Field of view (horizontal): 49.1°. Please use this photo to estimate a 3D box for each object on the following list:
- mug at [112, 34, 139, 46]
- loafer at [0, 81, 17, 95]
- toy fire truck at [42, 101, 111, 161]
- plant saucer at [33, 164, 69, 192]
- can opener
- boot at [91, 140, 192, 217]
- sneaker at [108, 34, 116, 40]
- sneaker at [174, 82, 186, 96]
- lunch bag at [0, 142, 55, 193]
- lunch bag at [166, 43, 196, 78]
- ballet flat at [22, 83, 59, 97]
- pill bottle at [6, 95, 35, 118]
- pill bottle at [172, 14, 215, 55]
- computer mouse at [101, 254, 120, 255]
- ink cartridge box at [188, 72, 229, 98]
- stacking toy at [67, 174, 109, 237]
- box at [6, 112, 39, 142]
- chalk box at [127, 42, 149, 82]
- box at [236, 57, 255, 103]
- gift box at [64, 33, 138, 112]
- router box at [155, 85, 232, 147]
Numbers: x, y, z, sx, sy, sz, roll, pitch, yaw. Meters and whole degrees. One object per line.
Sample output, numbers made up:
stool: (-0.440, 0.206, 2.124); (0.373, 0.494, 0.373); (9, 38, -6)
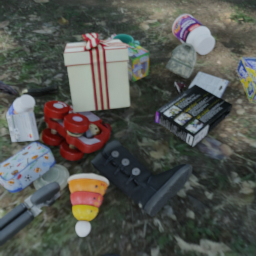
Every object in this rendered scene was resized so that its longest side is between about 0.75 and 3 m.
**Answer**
mug: (-0.203, -4.447, 15.412); (1.377, 0.851, 1.131); (30, 52, 22)
loafer: (-5.759, -1.774, 13.183); (1.470, 0.528, 0.463); (29, 71, 32)
toy fire truck: (-1.884, -0.064, 10.915); (2.768, 1.552, 2.324); (32, 33, 30)
plant saucer: (-2.724, 1.729, 9.877); (1.251, 0.314, 1.251); (0, 46, 0)
can opener: (-3.315, 2.613, 8.706); (0.713, 0.900, 2.708); (34, 60, 29)
boot: (0.453, 1.377, 9.878); (2.373, 0.945, 2.880); (-34, 51, -31)
sneaker: (-0.886, -5.057, 16.143); (1.467, 0.647, 0.597); (-17, 49, -16)
sneaker: (2.533, -1.904, 13.289); (0.524, 0.343, 0.907); (-11, 47, 2)
lunch bag: (-3.596, 1.300, 9.830); (1.954, 0.738, 1.565); (-36, 33, -31)
lunch bag: (2.655, -3.252, 13.362); (1.224, 1.473, 1.757); (30, 15, 10)
ballet flat: (-4.035, -1.735, 12.954); (1.659, 0.551, 0.471); (-11, 77, -25)
pill bottle: (-4.322, -0.729, 11.337); (0.798, 1.424, 0.798); (21, 53, -30)
pill bottle: (3.674, -5.186, 15.684); (1.433, 1.433, 2.573); (-16, 47, -15)
computer mouse: (-1.185, 3.968, 7.685); (2.231, 0.380, 0.654); (-13, 49, -12)
ink cartridge box: (3.844, -1.976, 13.421); (1.537, 0.333, 1.509); (24, 50, 18)
stacking toy: (-1.310, 2.447, 8.777); (1.330, 1.330, 1.821); (1, 64, 1)
box: (-4.039, -0.018, 10.694); (1.366, 1.065, 0.281); (-6, 8, 36)
chalk box: (0.308, -3.374, 13.771); (1.075, 1.736, 1.080); (-29, 53, -25)
box: (6.029, -2.339, 13.410); (0.913, 0.838, 2.607); (1, 46, 1)
gift box: (-1.117, -2.494, 11.842); (2.963, 2.766, 2.734); (-10, 26, -11)
router box: (2.784, -0.623, 11.859); (2.683, 0.685, 2.001); (-34, 55, -28)
